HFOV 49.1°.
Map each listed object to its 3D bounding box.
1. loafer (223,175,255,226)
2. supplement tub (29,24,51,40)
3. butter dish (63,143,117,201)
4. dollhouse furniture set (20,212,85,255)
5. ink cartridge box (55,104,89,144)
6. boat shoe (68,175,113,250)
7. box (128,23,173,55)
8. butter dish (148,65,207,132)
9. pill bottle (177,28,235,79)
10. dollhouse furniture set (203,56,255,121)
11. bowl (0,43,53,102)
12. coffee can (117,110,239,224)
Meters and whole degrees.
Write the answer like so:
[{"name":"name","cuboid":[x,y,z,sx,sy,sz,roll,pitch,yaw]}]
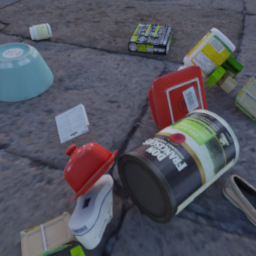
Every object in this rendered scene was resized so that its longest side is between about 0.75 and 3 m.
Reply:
[{"name":"loafer","cuboid":[3.129,1.879,6.669,0.688,0.602,1.914,-28,49,-28]},{"name":"supplement tub","cuboid":[-4.464,-4.875,14.266,0.959,0.695,0.695,-18,44,-19]},{"name":"butter dish","cuboid":[-0.990,0.792,6.341,0.993,1.344,1.340,44,93,1]},{"name":"dollhouse furniture set","cuboid":[-1.394,2.904,5.702,1.196,0.924,2.394,-23,27,-14]},{"name":"ink cartridge box","cuboid":[-1.696,-0.097,8.564,0.975,0.215,0.993,-24,65,12]},{"name":"boat shoe","cuboid":[-0.710,1.897,6.553,0.780,0.768,2.201,-21,15,11]},{"name":"box","cuboid":[1.163,-4.456,13.925,1.894,0.523,2.365,9,42,10]},{"name":"butter dish","cuboid":[1.393,-0.827,9.083,2.015,2.021,1.494,-23,19,-25]},{"name":"pill bottle","cuboid":[2.708,-2.451,10.028,1.104,1.957,1.104,37,21,-17]},{"name":"dollhouse furniture set","cuboid":[3.919,-1.173,10.196,2.390,1.199,1.565,42,59,3]},{"name":"bowl","cuboid":[-4.383,-2.340,10.878,2.661,1.392,2.661,-1,42,1]},{"name":"coffee can","cuboid":[1.238,0.858,6.918,2.477,1.813,1.813,-30,49,-30]}]
